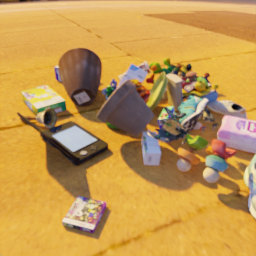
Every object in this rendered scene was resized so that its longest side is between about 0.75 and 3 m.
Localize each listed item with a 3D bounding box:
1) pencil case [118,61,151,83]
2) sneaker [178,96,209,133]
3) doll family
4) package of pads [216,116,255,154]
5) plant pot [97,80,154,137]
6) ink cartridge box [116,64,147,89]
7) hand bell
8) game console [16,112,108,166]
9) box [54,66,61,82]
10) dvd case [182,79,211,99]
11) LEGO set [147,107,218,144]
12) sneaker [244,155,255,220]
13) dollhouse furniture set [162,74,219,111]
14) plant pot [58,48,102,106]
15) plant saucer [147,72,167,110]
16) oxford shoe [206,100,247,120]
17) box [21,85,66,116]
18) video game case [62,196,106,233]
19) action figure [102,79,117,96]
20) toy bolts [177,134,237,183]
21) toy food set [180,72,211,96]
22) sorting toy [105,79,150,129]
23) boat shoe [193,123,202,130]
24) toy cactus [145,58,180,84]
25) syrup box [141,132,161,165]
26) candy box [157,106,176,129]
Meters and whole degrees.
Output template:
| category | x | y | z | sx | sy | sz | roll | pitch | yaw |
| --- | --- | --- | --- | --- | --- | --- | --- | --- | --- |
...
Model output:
| category | x | y | z | sx | sy | sz | roll | pitch | yaw |
| --- | --- | --- | --- | --- | --- | --- | --- | --- | --- |
| pencil case | 0.314 | -2.853 | 15.122 | 1.839 | 0.715 | 0.822 | -29 | -4 | 3 |
| sneaker | 2.427 | -0.568 | 11.301 | 0.953 | 0.928 | 2.394 | 27 | 40 | 17 |
| doll family | 3.298 | -2.681 | 14.659 | 2.340 | 0.918 | 1.353 | 38 | 59 | -10 |
| package of pads | 4.520 | 0.294 | 10.497 | 2.187 | 0.827 | 1.318 | 14 | 37 | 21 |
| plant pot | 0.045 | -0.588 | 10.397 | 1.641 | 1.882 | 1.882 | 39 | 39 | 2 |
| ink cartridge box | 0.157 | -2.280 | 14.235 | 0.957 | 0.560 | 1.651 | 30 | 76 | 3 |
| hand bell | -3.956 | -0.405 | 11.942 | 1.660 | 0.864 | 0.864 | 1 | 29 | 26 |
| game console | -2.333 | 0.101 | 10.172 | 2.262 | 1.497 | 2.572 | -26 | 41 | -36 |
| box | -3.125 | -3.182 | 16.141 | 1.613 | 0.846 | 1.483 | 17 | 35 | 27 |
| dvd case | 3.002 | -1.910 | 13.497 | 1.573 | 0.195 | 1.182 | -22 | 31 | -12 |
| LEGO set | 1.878 | 0.026 | 9.937 | 2.490 | 0.706 | 1.617 | 2 | 52 | -2 |
| sneaker | 3.917 | 1.690 | 7.949 | 0.985 | 1.095 | 2.537 | 2 | 32 | 3 |
| dollhouse furniture set | 2.883 | -2.097 | 13.418 | 2.231 | 1.456 | 2.107 | -19 | 33 | -13 |
| plant pot | -2.292 | -2.268 | 13.733 | 2.262 | 2.262 | 2.420 | -5 | 49 | -8 |
| plant saucer | 1.305 | -1.582 | 12.775 | 0.302 | 1.947 | 1.947 | 25 | 30 | -10 |
| oxford shoe | 4.430 | -0.963 | 12.721 | 0.850 | 0.652 | 2.259 | -20 | 34 | -25 |
| box | -4.139 | -1.352 | 13.436 | 1.435 | 0.591 | 2.445 | -21 | 40 | -29 |
| video game case | -1.188 | 2.366 | 7.733 | 0.907 | 0.179 | 1.001 | 9 | 33 | 15 |
| action figure | -0.617 | -1.491 | 13.522 | 1.449 | 1.498 | 0.783 | 20 | -9 | 2 |
| toy bolts | 2.604 | 1.133 | 9.062 | 1.710 | 1.241 | 1.790 | 30 | -8 | -22 |
| toy food set | 2.913 | -2.125 | 12.965 | 1.265 | 0.702 | 2.150 | -19 | 30 | -9 |
| sorting toy | -0.196 | -1.267 | 12.309 | 1.768 | 1.208 | 2.942 | 6 | 38 | 27 |
| boat shoe | 2.562 | -0.139 | 11.688 | 0.976 | 0.335 | 0.276 | 2 | 29 | 6 |
| toy cactus | 2.195 | -2.759 | 15.327 | 2.467 | 1.529 | 2.989 | 24 | 32 | 3 |
| syrup box | 0.802 | 0.713 | 10.054 | 0.551 | 0.532 | 1.352 | 2 | 32 | -5 |
| candy box | 1.580 | -0.186 | 11.092 | 0.437 | 0.960 | 1.136 | -4 | 28 | 24 |
